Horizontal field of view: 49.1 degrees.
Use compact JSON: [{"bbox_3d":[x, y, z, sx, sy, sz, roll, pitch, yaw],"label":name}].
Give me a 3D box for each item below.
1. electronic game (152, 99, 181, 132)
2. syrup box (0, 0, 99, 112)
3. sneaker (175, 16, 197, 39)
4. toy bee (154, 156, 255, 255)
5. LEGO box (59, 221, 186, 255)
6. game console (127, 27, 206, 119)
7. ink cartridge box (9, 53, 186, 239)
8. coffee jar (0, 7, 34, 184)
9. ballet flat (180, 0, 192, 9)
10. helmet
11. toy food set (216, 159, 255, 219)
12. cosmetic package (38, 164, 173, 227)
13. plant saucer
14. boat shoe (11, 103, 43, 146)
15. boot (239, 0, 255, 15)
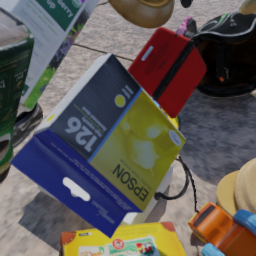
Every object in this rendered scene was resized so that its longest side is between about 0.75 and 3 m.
[{"bbox_3d":[0.276,-0.177,7.650,2.326,0.484,2.326,0,38,0],"label":"electronic game"},{"bbox_3d":[-1.688,-1.779,4.921,1.156,1.118,2.840,8,64,41],"label":"syrup box"},{"bbox_3d":[2.817,-4.170,12.701,1.294,1.072,2.713,30,43,2],"label":"sneaker"},{"bbox_3d":[1.664,1.734,4.487,1.909,1.585,2.917,-22,72,-3],"label":"toy bee"},{"bbox_3d":[-0.029,2.217,4.068,1.855,0.716,1.381,0,36,-17],"label":"LEGO box"},{"bbox_3d":[0.643,-0.918,4.705,0.986,0.679,1.145,32,80,17],"label":"game console"},{"bbox_3d":[-0.194,0.251,3.384,0.389,1.637,1.656,-4,46,52],"label":"ink cartridge box"},{"bbox_3d":[-2.082,-0.115,3.466,1.132,2.654,1.384,35,38,10],"label":"coffee jar"},{"bbox_3d":[1.640,-4.137,8.101,0.431,1.298,0.369,0,9,9],"label":"ballet flat"},{"bbox_3d":[3.316,-2.307,8.769,2.600,2.727,2.727,-27,45,-28],"label":"helmet"},{"bbox_3d":[3.357,1.538,5.240,2.799,0.681,2.771,-17,41,-21],"label":"toy food set"},{"bbox_3d":[-0.482,1.039,5.952,2.346,0.606,1.769,21,44,26],"label":"cosmetic package"},{"bbox_3d":[0.404,-4.157,7.949,2.632,2.632,0.466,-29,5,-33],"label":"plant saucer"},{"bbox_3d":[-2.950,-0.107,7.545,0.585,0.499,1.750,14,39,17],"label":"boat shoe"},{"bbox_3d":[2.656,-2.117,5.115,1.036,0.377,0.806,-21,70,-11],"label":"boot"}]
